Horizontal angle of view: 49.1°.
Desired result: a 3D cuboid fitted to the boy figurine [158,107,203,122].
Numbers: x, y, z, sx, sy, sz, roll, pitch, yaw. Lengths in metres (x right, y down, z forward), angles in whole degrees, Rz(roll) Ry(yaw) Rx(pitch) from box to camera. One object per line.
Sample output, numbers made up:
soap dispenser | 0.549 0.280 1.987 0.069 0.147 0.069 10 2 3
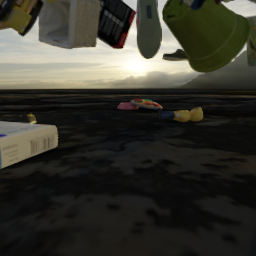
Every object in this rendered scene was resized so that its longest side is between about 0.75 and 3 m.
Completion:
boy figurine | 1.638 -0.428 8.820 1.420 0.457 0.883 -1 7 10

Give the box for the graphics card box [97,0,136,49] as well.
graphics card box | -0.986 -4.119 10.057 2.523 1.583 0.642 21 -3 -41

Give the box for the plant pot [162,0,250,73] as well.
plant pot | 2.204 -3.214 8.627 2.116 2.228 2.228 31 -11 -36

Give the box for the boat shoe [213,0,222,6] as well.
boat shoe | 2.696 -3.581 7.322 1.009 0.365 0.364 -15 26 49

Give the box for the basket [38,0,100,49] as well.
basket | -1.714 -3.113 8.092 1.439 1.452 1.168 22 27 32

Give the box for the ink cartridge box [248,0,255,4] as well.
ink cartridge box | 1.630 -2.711 4.406 2.479 0.939 1.832 32 33 14

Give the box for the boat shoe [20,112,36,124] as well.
boat shoe | -2.979 -0.306 8.361 0.406 0.343 1.140 -2 10 -13

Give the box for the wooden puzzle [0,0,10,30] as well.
wooden puzzle | -2.343 -2.731 5.628 0.302 1.499 1.620 25 28 -6

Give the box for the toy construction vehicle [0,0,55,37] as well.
toy construction vehicle | -1.561 -2.429 3.656 1.709 1.963 0.691 30 10 -38

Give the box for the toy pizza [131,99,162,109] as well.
toy pizza | 0.845 -1.121 12.721 1.470 0.233 1.470 11 13 -2

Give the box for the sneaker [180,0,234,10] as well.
sneaker | 1.258 -3.301 6.440 2.645 1.166 0.996 15 32 41

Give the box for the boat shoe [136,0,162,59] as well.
boat shoe | 0.786 -4.014 10.869 0.968 2.776 0.988 -2 2 2

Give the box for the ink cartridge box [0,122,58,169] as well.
ink cartridge box | -2.788 0.268 4.556 2.332 0.548 2.305 2 11 19

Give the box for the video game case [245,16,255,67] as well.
video game case | 4.218 -2.654 8.689 0.197 1.636 1.795 -15 19 -4

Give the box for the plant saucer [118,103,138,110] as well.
plant saucer | -0.007 -1.012 12.856 0.942 0.239 0.942 0 10 0

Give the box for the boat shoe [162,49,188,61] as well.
boat shoe | 2.008 -2.729 10.484 1.504 0.449 0.537 0 9 -4
